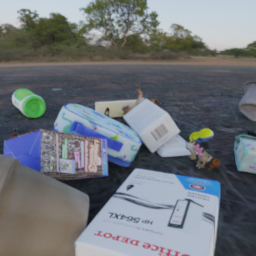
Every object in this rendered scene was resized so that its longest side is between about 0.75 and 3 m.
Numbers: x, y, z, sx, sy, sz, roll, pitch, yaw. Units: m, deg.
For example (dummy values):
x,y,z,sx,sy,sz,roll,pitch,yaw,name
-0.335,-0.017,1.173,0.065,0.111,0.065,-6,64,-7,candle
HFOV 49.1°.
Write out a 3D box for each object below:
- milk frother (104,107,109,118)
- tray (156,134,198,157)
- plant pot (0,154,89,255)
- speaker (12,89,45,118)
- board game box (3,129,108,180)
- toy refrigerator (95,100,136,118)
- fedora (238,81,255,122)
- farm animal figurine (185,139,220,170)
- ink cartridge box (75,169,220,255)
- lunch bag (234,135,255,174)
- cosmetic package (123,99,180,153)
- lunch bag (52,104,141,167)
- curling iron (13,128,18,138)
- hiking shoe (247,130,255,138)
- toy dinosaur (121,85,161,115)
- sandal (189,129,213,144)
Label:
x,y,z,sx,sy,sz,roll,pitch,yaw,name
-1.327,-0.537,13.124,0.886,0.942,0.850,4,9,-1,milk frother
1.597,0.479,11.176,1.448,0.299,2.696,-3,18,-11,tray
-1.730,1.676,5.021,1.825,2.104,2.104,14,15,-11,plant pot
-5.557,-1.400,15.551,1.313,1.313,2.969,-11,20,-31,speaker
-1.770,0.765,6.987,1.600,0.972,2.007,-13,-16,37,board game box
-0.482,-0.991,15.005,2.430,0.850,0.923,-5,11,-17,toy refrigerator
6.489,-1.101,14.014,1.181,2.312,2.615,-36,31,-11,fedora
2.231,0.898,8.856,1.201,0.604,0.970,37,10,-22,farm animal figurine
0.563,1.924,5.138,1.973,1.139,2.702,6,19,20,ink cartridge box
4.097,0.784,8.873,1.274,0.912,1.496,12,27,7,lunch bag
0.833,-0.170,11.231,1.352,0.950,2.666,-37,22,0,cosmetic package
-0.997,0.188,9.089,2.734,1.127,2.198,25,6,-9,lunch bag
-4.005,0.485,9.860,0.129,1.012,0.251,-2,26,-35,curling iron
5.382,0.275,11.699,0.481,0.362,0.955,-4,17,-2,hiking shoe
0.601,-0.887,13.951,1.117,1.764,2.603,33,-3,32,toy dinosaur
2.902,0.347,10.829,0.482,0.440,1.108,35,-23,-18,sandal
